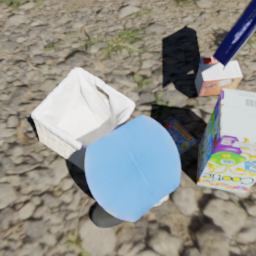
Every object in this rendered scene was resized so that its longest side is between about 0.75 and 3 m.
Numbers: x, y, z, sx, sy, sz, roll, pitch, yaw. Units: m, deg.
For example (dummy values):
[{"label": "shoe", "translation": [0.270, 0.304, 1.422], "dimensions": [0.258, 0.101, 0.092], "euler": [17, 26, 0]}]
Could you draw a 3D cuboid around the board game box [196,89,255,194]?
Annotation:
[{"label": "board game box", "translation": [2.899, 0.500, 7.652], "dimensions": [1.505, 2.870, 1.478], "euler": [9, 58, 7]}]

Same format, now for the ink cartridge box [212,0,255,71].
[{"label": "ink cartridge box", "translation": [3.546, -3.203, 8.174], "dimensions": [0.652, 2.742, 2.775], "euler": [38, 32, 7]}]

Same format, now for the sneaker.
[{"label": "sneaker", "translation": [0.057, 1.965, 7.800], "dimensions": [2.384, 1.055, 0.883], "euler": [-23, 62, -13]}]

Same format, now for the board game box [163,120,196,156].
[{"label": "board game box", "translation": [1.490, 0.392, 9.294], "dimensions": [1.070, 0.305, 1.093], "euler": [-31, 61, -21]}]

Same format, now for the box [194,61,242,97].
[{"label": "box", "translation": [3.092, -1.689, 9.739], "dimensions": [1.299, 0.989, 0.691], "euler": [-7, 64, -1]}]

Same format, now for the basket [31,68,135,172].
[{"label": "basket", "translation": [-1.338, -0.183, 8.569], "dimensions": [2.200, 1.786, 2.220], "euler": [33, 61, 4]}]

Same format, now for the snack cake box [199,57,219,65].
[{"label": "snack cake box", "translation": [3.281, -2.069, 10.882], "dimensions": [0.852, 0.498, 1.482], "euler": [1, 55, 2]}]

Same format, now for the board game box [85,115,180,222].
[{"label": "board game box", "translation": [0.124, 1.041, 7.393], "dimensions": [2.770, 0.539, 2.189], "euler": [-31, 92, -30]}]
